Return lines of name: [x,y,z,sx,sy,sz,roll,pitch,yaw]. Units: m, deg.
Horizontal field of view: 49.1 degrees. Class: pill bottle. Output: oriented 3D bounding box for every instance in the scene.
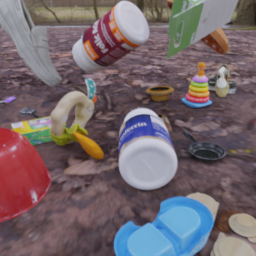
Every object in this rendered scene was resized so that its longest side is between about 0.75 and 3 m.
pill bottle: [-0.748,-3.275,10.543,2.822,1.611,1.611,-22,7,41]
pill bottle: [0.434,0.415,7.391,1.362,1.362,2.353,-1,25,-1]

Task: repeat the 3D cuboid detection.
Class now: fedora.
fedora: [1.397,-1.497,12.381,1.250,0.510,1.250,-5,22,2]

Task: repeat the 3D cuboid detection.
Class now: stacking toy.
stacking toy: [2.918,-1.804,11.518,0.983,1.791,1.039,-17,31,-32]

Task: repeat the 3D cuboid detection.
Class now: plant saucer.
plant saucer: [2.427,-3.542,9.556,2.680,0.433,2.680,38,16,-13]

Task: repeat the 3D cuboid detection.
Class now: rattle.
rattle: [-1.058,-0.422,8.684,1.871,1.705,2.619,6,30,28]

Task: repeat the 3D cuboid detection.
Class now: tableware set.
tableware set: [1.716,1.964,5.482,1.876,0.218,1.567,18,31,33]

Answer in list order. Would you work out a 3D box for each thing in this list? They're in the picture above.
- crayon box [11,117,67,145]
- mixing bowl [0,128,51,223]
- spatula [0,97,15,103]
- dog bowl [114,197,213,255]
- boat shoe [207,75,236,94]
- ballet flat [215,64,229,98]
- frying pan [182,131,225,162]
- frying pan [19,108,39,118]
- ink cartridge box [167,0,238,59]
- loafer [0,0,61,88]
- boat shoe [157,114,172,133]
crayon box: [-2.875,0.091,9.090,1.600,0.466,0.950,-13,29,-26]
mixing bowl: [-3.161,0.862,6.459,2.548,1.380,2.548,0,27,0]
spatula: [-5.421,-1.081,11.953,0.350,0.127,1.238,14,29,30]
dog bowl: [0.659,1.960,4.981,1.903,0.472,1.061,-22,32,-28]
boat shoe: [4.254,-2.221,13.716,2.068,0.658,0.731,18,31,33]
ballet flat: [4.340,-2.222,12.922,0.632,0.632,1.788,8,58,17]
frying pan: [2.023,0.595,8.280,1.026,0.276,1.697,-22,31,-39]
frying pan: [-3.878,-0.565,10.862,0.650,0.175,1.075,-12,25,-23]
ink cartridge box: [1.430,-2.429,5.897,2.065,1.072,0.612,-34,65,-20]
loafer: [-2.387,-2.199,7.010,0.876,2.512,0.878,-32,8,3]
boat shoe: [1.203,-0.176,9.736,0.419,0.398,1.108,-8,27,-15]
